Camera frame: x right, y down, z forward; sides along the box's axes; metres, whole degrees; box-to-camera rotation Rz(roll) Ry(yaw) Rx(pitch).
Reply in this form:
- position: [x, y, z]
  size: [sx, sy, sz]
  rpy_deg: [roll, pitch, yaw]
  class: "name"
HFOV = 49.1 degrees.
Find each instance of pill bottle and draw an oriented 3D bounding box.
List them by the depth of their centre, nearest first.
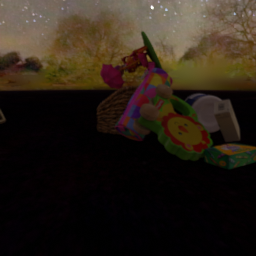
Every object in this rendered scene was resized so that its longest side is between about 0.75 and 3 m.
- position: [2.539, -0.578, 9.757]
  size: [1.189, 1.189, 2.142]
  rpy_deg: [0, 10, 0]
  class: "pill bottle"

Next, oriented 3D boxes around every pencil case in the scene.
- position: [0.438, -0.701, 7.834]
  size: [0.950, 2.149, 0.950]
  rpy_deg: [24, -16, 7]
  class: "pencil case"

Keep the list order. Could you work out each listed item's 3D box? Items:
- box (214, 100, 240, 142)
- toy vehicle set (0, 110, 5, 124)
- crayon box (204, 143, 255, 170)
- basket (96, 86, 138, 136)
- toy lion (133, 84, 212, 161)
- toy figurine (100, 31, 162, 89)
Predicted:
- position: [2.350, -0.149, 6.640]
  size: [0.362, 1.058, 0.435]
  rpy_deg: [-10, 44, 29]
  class: "box"
- position: [-4.076, -0.689, 7.359]
  size: [0.990, 1.594, 0.211]
  rpy_deg: [-28, -1, -30]
  class: "toy vehicle set"
- position: [2.152, 0.564, 5.802]
  size: [1.026, 0.299, 0.609]
  rpy_deg: [-6, 12, -33]
  class: "crayon box"
- position: [-0.106, -0.689, 9.450]
  size: [1.465, 1.529, 2.052]
  rpy_deg: [7, 13, 35]
  class: "basket"
- position: [1.129, -0.088, 6.449]
  size: [1.751, 0.627, 1.827]
  rpy_deg: [29, 39, 5]
  class: "toy lion"
- position: [-0.029, -1.901, 8.549]
  size: [1.725, 1.407, 1.874]
  rpy_deg: [-26, 20, 6]
  class: "toy figurine"
